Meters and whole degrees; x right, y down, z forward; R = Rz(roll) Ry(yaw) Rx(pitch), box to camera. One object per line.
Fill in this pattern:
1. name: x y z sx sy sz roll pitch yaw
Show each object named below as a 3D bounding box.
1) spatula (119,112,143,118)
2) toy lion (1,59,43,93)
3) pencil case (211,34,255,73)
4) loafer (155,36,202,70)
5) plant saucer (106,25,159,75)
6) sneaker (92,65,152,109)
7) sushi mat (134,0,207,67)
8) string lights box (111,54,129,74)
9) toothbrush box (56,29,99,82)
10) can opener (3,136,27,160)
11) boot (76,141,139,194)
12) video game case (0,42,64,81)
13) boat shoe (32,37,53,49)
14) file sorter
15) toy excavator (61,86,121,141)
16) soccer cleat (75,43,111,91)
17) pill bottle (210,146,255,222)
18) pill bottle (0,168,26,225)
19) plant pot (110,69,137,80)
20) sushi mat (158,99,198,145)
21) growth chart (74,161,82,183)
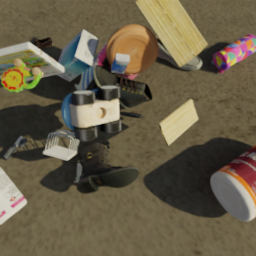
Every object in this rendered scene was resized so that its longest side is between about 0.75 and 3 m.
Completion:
1. spatula: -0.528 -0.655 10.450 2.285 0.235 0.646 15 27 16
2. toy lion: -3.253 -1.494 8.453 1.036 0.356 0.993 25 83 5
3. pencil case: 4.522 -3.163 11.823 2.081 0.920 0.920 -32 65 -15
4. loafer: 2.015 -3.151 11.809 2.328 0.813 0.814 26 63 14
5. plant saucer: 0.159 -2.655 9.802 1.863 1.863 0.301 -7 45 -4
6. sneaker: -0.143 -1.579 9.891 1.220 2.297 0.859 -13 56 36
7. sushi mat: 1.444 -3.392 9.228 1.245 0.157 2.602 -38 101 -3
8. string lights box: -0.272 -2.122 9.350 0.452 0.879 0.259 5 73 -13
9. toothbrush box: -1.975 -2.691 10.627 0.740 1.736 1.271 27 62 -32
10. can opener: -3.953 0.726 9.883 0.326 0.260 0.975 21 62 15
11. boot: -0.742 1.072 9.040 2.154 0.746 1.875 -13 37 9
12. video game case: -3.714 -2.139 9.570 2.291 2.085 0.262 -8 78 16
13. boat shoe: -3.918 -3.733 12.397 1.120 0.394 0.394 -22 64 -11
14. file sorter: -2.143 0.521 9.246 0.809 1.165 0.726 16 97 3
15. toy excavator: -1.164 -0.784 9.151 2.640 1.356 2.715 -15 22 -35
16. soccer cleat: -1.187 -2.400 10.684 1.174 0.950 2.719 41 106 30
17. pill bottle: 4.172 1.420 8.686 2.882 1.645 1.645 -29 64 -16
18. pill bottle: -3.579 1.484 7.032 1.095 1.095 1.931 -38 92 -19
19. plant pot: -0.078 -2.464 11.209 1.383 1.383 1.238 28 80 15
20. sushi mat: 1.550 -0.185 8.475 1.561 0.747 0.094 -37 24 -29
21. growth chart: -1.487 1.464 9.585 0.633 0.078 0.875 3 60 1
